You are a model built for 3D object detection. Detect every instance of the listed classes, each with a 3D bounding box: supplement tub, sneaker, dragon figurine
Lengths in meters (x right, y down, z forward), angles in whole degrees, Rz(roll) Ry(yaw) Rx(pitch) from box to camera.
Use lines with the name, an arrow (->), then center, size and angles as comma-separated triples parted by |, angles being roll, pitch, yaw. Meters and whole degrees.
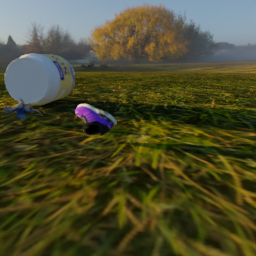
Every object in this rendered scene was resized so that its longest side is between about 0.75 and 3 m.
supplement tub -> -3.437, -1.962, 11.228 | 1.967, 1.967, 2.706 | 2, 13, 7
sneaker -> -0.871, -0.154, 6.316 | 1.171, 0.407, 0.583 | 20, 60, 35
dragon figurine -> -3.019, -0.476, 8.015 | 0.313, 0.528, 1.063 | 51, 12, 34
